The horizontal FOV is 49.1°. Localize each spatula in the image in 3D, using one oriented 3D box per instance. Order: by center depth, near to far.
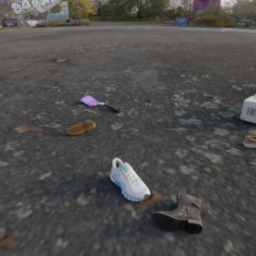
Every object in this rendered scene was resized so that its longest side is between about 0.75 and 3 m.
[{"bbox_3d":[-1.254,-1.085,13.192,2.355,0.242,0.666,19,33,34],"label":"spatula"}]

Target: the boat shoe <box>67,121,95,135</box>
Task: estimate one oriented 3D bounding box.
[{"bbox_3d":[-1.772,0.056,10.659,1.081,0.380,0.380,-15,-14,-3],"label":"boat shoe"}]

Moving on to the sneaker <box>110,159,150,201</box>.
[{"bbox_3d":[-0.021,1.341,7.532,0.601,0.695,1.603,-21,32,-30],"label":"sneaker"}]

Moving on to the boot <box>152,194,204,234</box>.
[{"bbox_3d":[1.208,1.954,6.655,1.255,0.434,1.092,13,26,4],"label":"boot"}]

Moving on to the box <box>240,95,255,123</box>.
[{"bbox_3d":[5.829,-0.933,11.998,1.033,0.859,2.514,21,30,36],"label":"box"}]

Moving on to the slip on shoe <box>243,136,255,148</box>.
[{"bbox_3d":[4.664,0.480,9.746,1.208,0.366,0.459,5,26,11],"label":"slip on shoe"}]
